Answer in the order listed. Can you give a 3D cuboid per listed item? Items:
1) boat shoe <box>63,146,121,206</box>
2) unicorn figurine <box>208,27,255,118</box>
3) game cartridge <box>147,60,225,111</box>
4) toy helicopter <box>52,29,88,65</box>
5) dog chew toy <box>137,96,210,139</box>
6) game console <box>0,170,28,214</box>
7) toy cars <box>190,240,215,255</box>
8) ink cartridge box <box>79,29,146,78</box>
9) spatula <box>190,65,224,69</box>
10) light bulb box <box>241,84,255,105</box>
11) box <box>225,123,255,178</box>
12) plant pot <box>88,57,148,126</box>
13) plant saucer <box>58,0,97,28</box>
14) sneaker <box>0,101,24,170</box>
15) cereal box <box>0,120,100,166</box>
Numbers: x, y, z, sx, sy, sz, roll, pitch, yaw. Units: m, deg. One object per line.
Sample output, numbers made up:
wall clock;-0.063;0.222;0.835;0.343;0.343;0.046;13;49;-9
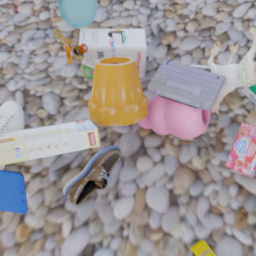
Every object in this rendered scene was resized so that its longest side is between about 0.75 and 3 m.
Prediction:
boat shoe;-0.848;1.353;7.704;1.972;0.713;0.714;-45;46;-5
unicorn figurine;2.918;-1.499;7.910;1.079;2.922;2.007;10;84;-8
game cartridge;1.561;-1.169;7.612;1.810;0.347;1.173;22;66;20
toy helicopter;-1.638;-2.216;7.638;0.428;1.086;0.718;-17;44;38
dog chew toy;1.223;-0.411;8.455;2.313;1.440;1.440;1;57;35
game console;-2.969;1.259;6.623;0.850;1.437;1.227;-11;41;-27
toy cars;1.943;3.852;6.822;0.947;0.468;2.112;9;62;5
ink cartridge box;-0.487;-2.507;9.596;2.153;1.559;0.904;0;62;0
spatula;2.564;-1.632;8.860;1.196;0.096;0.832;5;82;-1
light bulb box;5.415;-1.960;8.671;2.650;2.673;1.668;-31;65;-15
box;3.245;0.605;7.636;0.633;0.661;1.325;21;87;38
plant pot;-0.314;-1.093;7.731;1.691;1.548;1.691;-3;26;1
plant saucer;-1.518;-3.720;8.529;1.272;1.272;0.174;15;28;8
sneaker;-3.900;0.143;8.453;0.960;1.116;2.636;3;61;4
cereal box;-1.892;0.284;6.257;2.334;1.679;0.461;-9;100;-12
